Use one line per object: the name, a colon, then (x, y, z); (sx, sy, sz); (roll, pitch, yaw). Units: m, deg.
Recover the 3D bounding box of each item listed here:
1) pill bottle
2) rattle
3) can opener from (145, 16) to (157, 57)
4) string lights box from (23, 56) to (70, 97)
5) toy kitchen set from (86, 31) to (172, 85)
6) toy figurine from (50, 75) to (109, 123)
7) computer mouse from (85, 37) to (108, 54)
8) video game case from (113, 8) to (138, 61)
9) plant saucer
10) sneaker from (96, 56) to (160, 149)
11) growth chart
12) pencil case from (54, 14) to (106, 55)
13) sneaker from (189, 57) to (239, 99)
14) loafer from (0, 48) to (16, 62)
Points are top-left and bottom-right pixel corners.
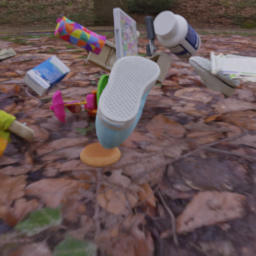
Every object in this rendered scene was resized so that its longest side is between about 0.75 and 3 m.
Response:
pill bottle: (1.942, -3.706, 11.242); (1.255, 1.255, 2.260); (19, 3, 35)
rattle: (-4.316, 0.378, 9.640); (1.702, 1.867, 2.614); (15, -6, -33)
can opener: (0.712, -3.128, 9.667); (0.437, 1.308, 0.349); (-6, 7, 34)
string lights box: (-2.813, -1.850, 9.811); (0.804, 0.461, 1.565); (42, 41, -7)
toy kitchen set: (0.151, -3.034, 10.541); (2.530, 2.064, 2.282); (23, -4, -19)
toy figurine: (-1.782, -0.947, 11.238); (2.476, 2.019, 2.690); (-2, 2, 17)
computer mouse: (-1.376, -3.657, 12.507); (1.199, 0.263, 0.658); (-15, -19, 17)
video game case: (-0.014, -2.265, 8.371); (0.190, 2.110, 1.511); (-2, 5, 19)
plant saucer: (-0.882, 0.802, 8.888); (1.290, 0.241, 1.290); (-1, 26, 0)
sneaker: (-0.095, -0.663, 6.388); (1.060, 1.175, 2.869); (26, 42, 4)
growth chart: (3.815, -1.957, 9.218); (2.269, 0.201, 1.642); (11, 45, 11)
pencil case: (-1.280, -2.458, 7.477); (1.354, 0.598, 0.598); (22, 17, -23)
sneaker: (3.021, -1.860, 10.302); (2.024, 0.815, 0.773); (39, 48, 12)
loafer: (-4.529, -2.646, 10.168); (0.382, 0.345, 1.011); (-22, 16, 30)
